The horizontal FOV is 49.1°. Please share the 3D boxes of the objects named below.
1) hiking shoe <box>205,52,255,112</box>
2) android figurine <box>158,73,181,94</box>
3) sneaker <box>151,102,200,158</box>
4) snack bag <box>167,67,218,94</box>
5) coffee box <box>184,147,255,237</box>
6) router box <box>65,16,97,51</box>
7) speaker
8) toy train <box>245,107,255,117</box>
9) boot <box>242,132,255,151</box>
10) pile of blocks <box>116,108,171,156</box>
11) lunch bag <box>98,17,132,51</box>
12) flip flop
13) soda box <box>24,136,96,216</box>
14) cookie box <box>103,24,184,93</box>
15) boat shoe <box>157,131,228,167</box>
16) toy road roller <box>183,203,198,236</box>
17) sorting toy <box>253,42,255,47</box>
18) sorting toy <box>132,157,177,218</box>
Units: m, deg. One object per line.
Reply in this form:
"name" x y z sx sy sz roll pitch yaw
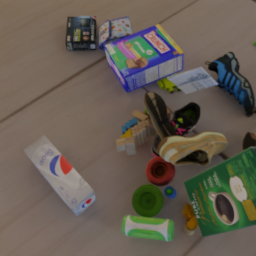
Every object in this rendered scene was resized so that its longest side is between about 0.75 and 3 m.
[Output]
"hiking shoe" 4.215 -1.739 11.468 1.178 1.011 2.718 -23 67 13
"android figurine" 1.802 -2.017 11.930 1.089 0.246 1.196 -19 65 -10
"sneaker" 1.788 0.002 10.212 0.986 1.169 2.672 37 67 19
"snack bag" 2.453 -1.762 10.605 1.422 1.508 0.161 -13 66 35
"coffee box" 2.787 1.813 7.555 0.629 2.861 1.759 -4 64 -30
"router box" -2.187 -4.450 13.171 1.367 0.567 1.824 -3 60 -2
"speaker" 0.594 3.015 8.440 1.494 0.661 0.661 0 59 17
"toy train" 5.133 -0.727 11.232 1.059 0.181 0.243 -25 48 -13
"boot" 4.597 1.031 9.274 1.016 0.991 2.692 14 32 5
"pile of blocks" 0.477 0.059 10.455 1.124 0.851 2.737 32 57 33
"lunch bag" -0.617 -4.267 12.868 1.572 0.973 1.336 -9 58 10
"flip flop" 1.050 -0.260 9.879 0.883 0.627 2.177 -19 82 -38
"soda box" -2.297 1.572 9.433 0.877 0.944 2.766 -39 66 -20
"cookie box" 0.642 -2.983 11.815 2.652 0.997 2.269 -24 55 -9
"boat shoe" 2.385 0.853 9.379 2.909 1.043 1.108 -7 38 -28
"toy road roller" 1.981 2.852 8.914 0.683 0.575 0.936 32 59 28
"sorting toy" 6.317 -3.743 12.998 1.043 0.153 0.771 9 60 5
"sorting toy" 1.016 2.019 9.332 1.241 0.848 2.066 19 77 24
